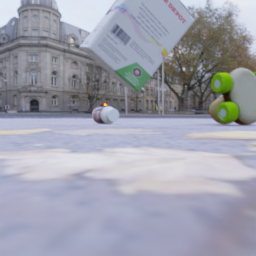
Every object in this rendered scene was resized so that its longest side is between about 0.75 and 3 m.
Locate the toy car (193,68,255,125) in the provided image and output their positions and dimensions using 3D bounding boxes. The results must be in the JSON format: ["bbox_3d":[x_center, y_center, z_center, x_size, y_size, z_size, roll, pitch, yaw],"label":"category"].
[{"bbox_3d":[4.075,-1.035,11.657,2.280,2.190,2.776,-6,-7,-22],"label":"toy car"}]

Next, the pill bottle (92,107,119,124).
[{"bbox_3d":[-1.010,-0.564,12.762,0.783,0.783,1.414,-1,2,-33],"label":"pill bottle"}]

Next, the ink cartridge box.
[{"bbox_3d":[0.257,-2.713,8.045,1.945,2.686,1.128,38,0,-27],"label":"ink cartridge box"}]
